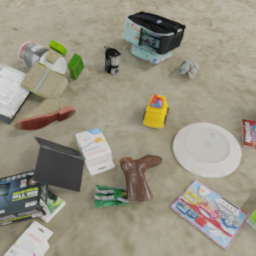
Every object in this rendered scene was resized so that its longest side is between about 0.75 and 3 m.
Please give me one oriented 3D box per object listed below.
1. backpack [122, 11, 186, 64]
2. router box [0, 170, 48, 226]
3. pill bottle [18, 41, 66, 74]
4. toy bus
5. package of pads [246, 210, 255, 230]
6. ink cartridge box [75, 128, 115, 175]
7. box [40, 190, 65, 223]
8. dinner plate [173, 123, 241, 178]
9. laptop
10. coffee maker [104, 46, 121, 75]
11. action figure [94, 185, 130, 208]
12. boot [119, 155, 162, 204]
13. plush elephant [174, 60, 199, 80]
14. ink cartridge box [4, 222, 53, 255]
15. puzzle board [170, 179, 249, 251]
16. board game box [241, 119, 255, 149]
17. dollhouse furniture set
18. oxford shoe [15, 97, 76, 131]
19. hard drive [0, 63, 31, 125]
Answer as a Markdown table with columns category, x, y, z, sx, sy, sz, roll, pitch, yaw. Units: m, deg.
| category | x | y | z | sx | sy | sz | roll | pitch | yaw |
| --- | --- | --- | --- | --- | --- | --- | --- | --- | --- |
| backpack | 1.182 | -4.816 | 14.577 | 2.903 | 2.186 | 2.578 | 32 | 41 | 16 |
| router box | -3.432 | 2.139 | 8.578 | 1.878 | 0.583 | 1.407 | -15 | 46 | 2 |
| pill bottle | -4.194 | -3.321 | 13.799 | 2.234 | 1.272 | 1.272 | 28 | 51 | 23 |
| toy bus | 1.165 | -0.873 | 11.349 | 0.928 | 1.313 | 1.368 | 11 | 44 | 13 |
| package of pads | 4.426 | 2.629 | 8.213 | 1.532 | 0.522 | 1.183 | -37 | 61 | -21 |
| ink cartridge box | -1.198 | 0.822 | 10.160 | 0.951 | 0.560 | 1.651 | -17 | 47 | -17 |
| box | -2.655 | 2.377 | 8.846 | 1.101 | 0.200 | 0.795 | 26 | 51 | 24 |
| dinner plate | 2.910 | 0.701 | 10.306 | 2.477 | 0.300 | 2.477 | 0 | 50 | 0 |
| laptop | -2.402 | 1.182 | 9.388 | 1.620 | 1.003 | 1.730 | 23 | 1 | -31 |
| coffee maker | -0.808 | -3.356 | 13.980 | 0.738 | 1.095 | 1.052 | -8 | 47 | -14 |
| action figure | -0.316 | 2.150 | 8.923 | 1.498 | 0.410 | 0.885 | 4 | 44 | -9 |
| boot | 0.606 | 1.705 | 9.170 | 1.621 | 0.559 | 1.739 | -4 | 43 | -15 |
| plush elephant | 2.960 | -2.833 | 13.665 | 0.847 | 1.093 | 0.901 | 42 | 79 | -8 |
| ink cartridge box | -2.719 | 3.338 | 7.708 | 0.739 | 0.435 | 1.283 | 23 | 49 | 21 |
| puzzle board | 2.519 | 2.564 | 8.655 | 1.950 | 0.170 | 1.470 | 34 | 54 | 28 |
| board game box | 4.895 | 0.237 | 11.050 | 0.764 | 0.144 | 1.485 | 9 | 46 | 11 |
| dollhouse furniture set | -3.458 | -2.430 | 13.014 | 1.707 | 1.308 | 2.606 | 29 | 78 | 1 |
| oxford shoe | -3.373 | -0.589 | 11.147 | 2.462 | 0.867 | 0.921 | -19 | 69 | -37 |
| hard drive | -5.358 | -1.579 | 12.083 | 1.925 | 0.521 | 2.755 | 25 | 45 | -11 |
